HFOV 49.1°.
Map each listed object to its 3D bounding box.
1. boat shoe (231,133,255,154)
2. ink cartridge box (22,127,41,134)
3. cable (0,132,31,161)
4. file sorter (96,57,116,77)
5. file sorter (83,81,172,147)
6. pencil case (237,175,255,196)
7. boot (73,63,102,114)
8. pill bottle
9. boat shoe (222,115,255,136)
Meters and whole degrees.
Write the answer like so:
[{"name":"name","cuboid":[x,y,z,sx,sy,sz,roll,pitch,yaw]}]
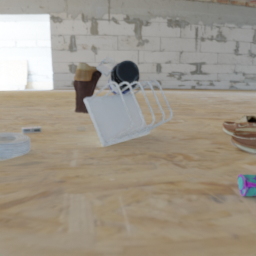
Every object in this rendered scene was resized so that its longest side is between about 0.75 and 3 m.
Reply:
[{"name":"boat shoe","cuboid":[4.650,0.322,8.656,2.761,0.991,1.045,6,12,28]},{"name":"ink cartridge box","cuboid":[-4.230,0.033,12.244,0.779,0.273,0.958,-4,16,-20]},{"name":"cable","cuboid":[-3.792,0.512,8.673,1.451,0.502,1.451,-9,20,-44]},{"name":"file sorter","cuboid":[-0.846,-2.497,11.318,0.556,0.499,0.802,39,25,-7]},{"name":"file sorter","cuboid":[0.136,-0.668,10.218,1.641,1.829,2.636,-30,-10,39]},{"name":"pencil case","cuboid":[2.811,1.168,5.687,1.069,0.455,0.494,0,-12,3]},{"name":"boot","cuboid":[-1.671,-1.559,11.387,0.835,1.920,2.308,7,7,10]},{"name":"pill bottle","cuboid":[-0.168,-1.982,11.259,1.135,1.135,2.030,-2,-4,-10]},{"name":"boat shoe","cuboid":[4.731,-0.065,10.897,0.956,0.906,2.524,-6,12,-27]}]
